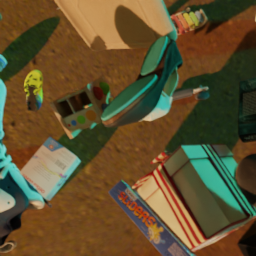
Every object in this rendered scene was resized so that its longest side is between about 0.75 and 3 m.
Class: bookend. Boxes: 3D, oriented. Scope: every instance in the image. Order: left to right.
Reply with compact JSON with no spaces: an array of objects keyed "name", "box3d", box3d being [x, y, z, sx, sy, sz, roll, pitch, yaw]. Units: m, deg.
[{"name":"bookend","box3d":[3.695,2.796,6.647,1.570,1.560,0.723,-24,73,-8]}]

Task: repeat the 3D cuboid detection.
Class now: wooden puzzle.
[{"name":"wooden puzzle","box3d":[-0.397,-2.764,6.323,2.562,2.370,0.477,6,60,37]}]

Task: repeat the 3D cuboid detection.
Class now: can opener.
[{"name":"can opener","box3d":[1.852,-1.006,8.477,1.245,0.328,0.414,-9,73,-3]}]

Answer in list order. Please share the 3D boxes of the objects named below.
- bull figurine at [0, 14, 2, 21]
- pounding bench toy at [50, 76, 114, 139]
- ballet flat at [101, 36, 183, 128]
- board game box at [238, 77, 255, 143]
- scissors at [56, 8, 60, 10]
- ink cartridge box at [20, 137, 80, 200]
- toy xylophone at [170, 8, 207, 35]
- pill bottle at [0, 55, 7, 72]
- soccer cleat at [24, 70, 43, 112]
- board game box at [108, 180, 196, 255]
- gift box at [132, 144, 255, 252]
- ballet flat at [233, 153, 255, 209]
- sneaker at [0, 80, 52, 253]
[{"name":"bull figurine","box3d":[-2.345,-1.989,4.450,0.621,0.333,1.023,-36,74,31]},{"name":"pounding bench toy","box3d":[-0.783,-0.570,6.248,1.096,1.405,0.873,-21,106,23]},{"name":"ballet flat","box3d":[0.499,-0.778,5.466,0.932,0.927,2.725,49,53,-23]},{"name":"board game box","box3d":[3.712,-0.628,6.030,2.524,0.355,1.707,-11,49,36]},{"name":"scissors","box3d":[-1.868,-4.252,9.620,1.176,0.082,0.430,-36,78,-12]},{"name":"ink cartridge box","box3d":[-2.158,1.126,7.669,1.007,0.590,1.394,35,74,10]},{"name":"toy xylophone","box3d":[1.919,-3.572,9.287,1.247,0.313,0.913,-30,75,-9]},{"name":"pill bottle","box3d":[-4.383,-1.680,8.454,0.773,0.773,1.359,26,74,8]},{"name":"soccer cleat","box3d":[-2.281,-0.947,6.825,0.406,1.255,0.525,11,45,-11]},{"name":"board game box","box3d":[0.442,1.448,3.885,0.265,1.042,1.540,-44,63,-6]},{"name":"gift box","box3d":[1.191,1.315,5.347,1.818,1.678,1.698,-47,55,31]},{"name":"ballet flat","box3d":[2.856,1.131,3.887,2.851,0.975,0.969,29,76,-13]},{"name":"sneaker","box3d":[-1.985,0.629,4.485,1.815,1.114,2.790,15,71,-4]}]
